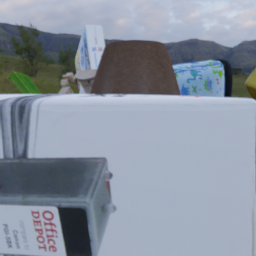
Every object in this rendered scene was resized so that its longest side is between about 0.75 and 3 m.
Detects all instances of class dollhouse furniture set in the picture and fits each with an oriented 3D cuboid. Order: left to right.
[{"bbox_3d":[-2.917,-0.745,8.375,0.948,1.237,1.889,48,12,12],"label":"dollhouse furniture set"},{"bbox_3d":[-0.978,-0.552,7.161,1.877,1.601,0.917,0,46,27],"label":"dollhouse furniture set"}]

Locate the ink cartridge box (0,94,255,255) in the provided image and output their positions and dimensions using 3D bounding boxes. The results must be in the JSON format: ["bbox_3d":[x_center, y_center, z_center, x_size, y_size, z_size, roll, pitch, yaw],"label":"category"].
[{"bbox_3d":[-0.621,0.287,2.338,2.716,1.125,1.993,0,6,6],"label":"ink cartridge box"}]

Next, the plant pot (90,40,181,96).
[{"bbox_3d":[0.106,-0.266,4.069,1.708,1.828,1.708,0,7,0],"label":"plant pot"}]

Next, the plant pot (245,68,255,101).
[{"bbox_3d":[7.786,-2.053,13.168,2.829,2.766,2.747,40,7,40],"label":"plant pot"}]

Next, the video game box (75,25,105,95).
[{"bbox_3d":[-1.238,-1.675,9.377,0.621,2.417,2.653,-8,-6,-18],"label":"video game box"}]

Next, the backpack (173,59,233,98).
[{"bbox_3d":[1.691,-0.938,8.088,2.587,2.110,1.989,0,14,-7],"label":"backpack"}]
